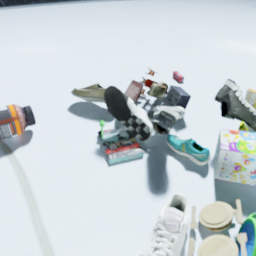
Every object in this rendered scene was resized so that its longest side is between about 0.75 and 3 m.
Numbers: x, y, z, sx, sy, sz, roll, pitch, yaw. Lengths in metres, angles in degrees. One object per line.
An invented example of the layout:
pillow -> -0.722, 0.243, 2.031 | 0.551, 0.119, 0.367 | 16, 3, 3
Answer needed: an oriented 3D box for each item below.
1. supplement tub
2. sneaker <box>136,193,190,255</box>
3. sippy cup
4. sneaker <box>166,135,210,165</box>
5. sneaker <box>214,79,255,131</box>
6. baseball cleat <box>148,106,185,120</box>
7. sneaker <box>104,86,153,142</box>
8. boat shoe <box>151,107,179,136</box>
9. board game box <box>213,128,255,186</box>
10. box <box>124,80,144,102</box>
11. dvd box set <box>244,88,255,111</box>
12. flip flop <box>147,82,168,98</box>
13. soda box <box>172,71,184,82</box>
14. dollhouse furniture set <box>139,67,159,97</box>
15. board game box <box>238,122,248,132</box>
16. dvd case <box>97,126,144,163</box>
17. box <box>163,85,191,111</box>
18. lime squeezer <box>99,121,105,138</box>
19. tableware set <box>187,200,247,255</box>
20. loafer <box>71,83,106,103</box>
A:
supplement tub -> -5.043, -0.189, 11.247 | 2.452, 1.311, 1.311 | -18, 39, -24
sneaker -> 0.827, 2.782, 6.942 | 1.041, 1.385, 2.780 | 15, 39, 19
sippy cup -> 3.436, 3.021, 6.841 | 1.233, 1.321, 1.682 | 18, 82, 7
sneaker -> 2.277, 0.655, 10.501 | 1.847, 0.735, 0.716 | 28, 46, 34
sneaker -> 4.272, -0.650, 11.101 | 1.165, 2.575, 0.856 | -43, 21, 3
baseball cleat -> 1.435, -0.642, 11.830 | 1.888, 0.658, 1.005 | -7, -3, 43
sneaker -> 0.058, -0.648, 11.530 | 2.647, 0.981, 1.171 | 52, 26, 1
boat shoe -> 1.262, -0.125, 10.718 | 0.948, 2.508, 0.757 | 30, 80, 8
board game box -> 4.292, 1.048, 9.460 | 2.514, 1.318, 1.295 | 9, 36, 12
box -> 0.084, -1.284, 12.821 | 0.675, 0.902, 1.801 | 22, 50, 3
dvd box set -> 5.806, -0.797, 12.103 | 0.263, 1.308, 1.788 | -22, 40, -29
flip flop -> 1.559, -1.769, 13.547 | 0.605, 0.852, 2.102 | 26, 15, 19
soda box -> 2.869, -2.958, 16.041 | 0.280, 0.310, 0.884 | -13, 37, -18
dollhouse furniture set -> 1.153, -2.205, 14.220 | 0.701, 1.360, 1.345 | 34, 14, 23
board game box -> 4.698, 0.099, 11.448 | 0.199, 0.424, 0.835 | -23, 11, 33
dvd case -> -0.344, 0.599, 11.071 | 1.375, 0.207, 1.884 | -11, 38, -16
box -> 2.240, -1.264, 12.896 | 0.645, 1.039, 1.047 | 3, 32, -26
lime squeezer -> -1.052, -0.100, 11.631 | 0.252, 0.472, 1.336 | -18, 25, 2
tableware set -> 2.408, 2.892, 7.483 | 1.470, 0.446, 2.224 | -15, 23, 24
loafer -> -1.533, -1.680, 13.371 | 2.546, 0.887, 0.957 | 10, -1, 18
